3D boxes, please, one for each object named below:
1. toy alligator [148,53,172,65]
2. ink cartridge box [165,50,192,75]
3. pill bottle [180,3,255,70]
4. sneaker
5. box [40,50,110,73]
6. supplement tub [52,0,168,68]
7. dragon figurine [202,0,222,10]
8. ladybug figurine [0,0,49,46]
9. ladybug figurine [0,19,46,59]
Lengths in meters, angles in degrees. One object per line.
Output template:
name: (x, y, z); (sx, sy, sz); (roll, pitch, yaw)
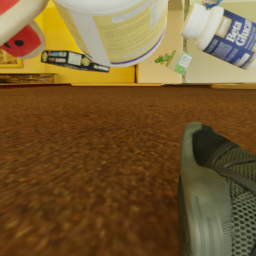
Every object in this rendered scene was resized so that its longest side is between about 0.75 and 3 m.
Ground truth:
toy alligator: (1.176, -2.400, 9.877); (0.938, 0.311, 0.225); (-22, 7, -12)
ink cartridge box: (1.868, -2.483, 10.490); (0.423, 0.741, 1.427); (24, 14, -12)
pill bottle: (3.221, -3.151, 9.515); (2.687, 1.492, 1.492); (22, 11, -3)
sneaker: (1.182, 0.556, 2.875); (1.373, 0.916, 2.397); (3, 14, 6)
box: (-1.960, -2.432, 10.226); (1.713, 0.496, 2.155); (2, 10, -41)
supplement tub: (-0.326, -2.549, 4.957); (2.094, 2.094, 2.880); (1, -12, 6)
dragon figurine: (3.097, -4.414, 9.969); (1.532, 0.451, 0.762); (-8, -23, 32)
ladybug figurine: (-2.824, -2.186, 5.649); (2.656, 0.955, 1.803); (-41, 32, -5)
ladybug figurine: (-3.427, -2.848, 8.004); (1.686, 0.893, 2.484); (7, -25, 29)
